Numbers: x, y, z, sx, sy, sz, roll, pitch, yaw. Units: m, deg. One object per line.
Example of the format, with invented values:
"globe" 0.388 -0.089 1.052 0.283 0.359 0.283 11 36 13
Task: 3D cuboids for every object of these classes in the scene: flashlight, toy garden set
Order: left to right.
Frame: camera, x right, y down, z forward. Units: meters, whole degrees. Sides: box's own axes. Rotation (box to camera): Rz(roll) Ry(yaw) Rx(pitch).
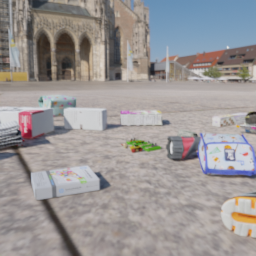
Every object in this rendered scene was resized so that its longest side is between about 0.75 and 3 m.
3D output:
"toy garden set" 0.335 0.599 10.372 1.153 0.276 1.383 -7 13 -35
"flashlight" 2.416 0.661 8.944 2.331 0.792 0.789 3 -33 -9

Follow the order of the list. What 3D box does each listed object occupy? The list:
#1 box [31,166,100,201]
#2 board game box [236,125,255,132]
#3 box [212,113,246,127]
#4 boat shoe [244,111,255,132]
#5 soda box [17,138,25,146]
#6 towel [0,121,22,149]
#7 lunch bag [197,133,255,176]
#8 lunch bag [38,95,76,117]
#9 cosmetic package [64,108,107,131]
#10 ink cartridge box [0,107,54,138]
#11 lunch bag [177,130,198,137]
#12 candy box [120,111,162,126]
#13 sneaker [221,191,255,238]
"box" -1.530 1.284 6.727 1.444 0.297 1.126 -3 11 -22
"board game box" 5.484 0.063 12.546 0.953 0.123 0.953 19 -5 -35
"box" 5.599 -0.446 15.268 2.602 0.503 0.539 -7 13 -35
"boat shoe" 6.459 -0.432 14.285 0.979 0.826 2.745 2 11 23
"soda box" -4.296 0.504 10.936 0.283 0.257 0.810 -9 14 -38
"towel" -4.844 0.324 10.328 1.742 0.746 1.443 -16 15 -26
"lunch bag" 2.697 0.770 7.789 1.338 0.974 1.574 1 25 8
"lunch bag" -4.828 -1.568 18.962 1.923 1.377 2.258 -9 20 -37
"cosmetic package" -2.123 -0.454 13.974 2.032 1.033 0.752 2 11 16
"ink cartridge box" -5.096 -0.297 12.741 2.734 1.140 1.986 2 11 11
"lunch bag" 2.159 0.419 10.298 0.545 0.656 0.782 -8 13 -35
"candy box" 0.682 -0.554 15.367 2.235 0.682 1.524 0 10 -1
"sneaker" 2.720 1.428 4.579 2.190 0.857 0.846 5 7 31
